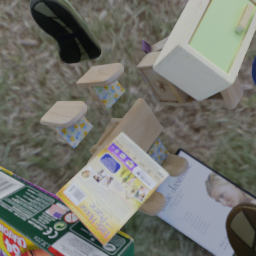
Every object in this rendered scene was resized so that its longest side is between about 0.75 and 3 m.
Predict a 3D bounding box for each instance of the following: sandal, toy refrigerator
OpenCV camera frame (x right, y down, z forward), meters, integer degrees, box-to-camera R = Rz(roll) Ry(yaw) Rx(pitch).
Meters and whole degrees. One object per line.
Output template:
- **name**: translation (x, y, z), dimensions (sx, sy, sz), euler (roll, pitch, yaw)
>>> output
- **sandal**: translation (2.994, 2.102, 4.728), dimensions (2.888, 0.788, 1.180), euler (22, 115, 6)
- **toy refrigerator**: translation (1.203, -1.480, 3.648), dimensions (0.798, 0.736, 2.103), euler (33, 69, -11)
- **sandal**: translation (-1.118, -1.944, 5.515), dimensions (0.895, 2.254, 0.643), euler (-10, 72, 6)

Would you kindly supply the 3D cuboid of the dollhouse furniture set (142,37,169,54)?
- **dollhouse furniture set**: translation (0.768, -1.472, 5.925), dimensions (0.625, 0.698, 0.880), euler (-18, 64, 35)

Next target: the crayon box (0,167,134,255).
- **crayon box**: translation (-1.285, 2.211, 4.296), dimensions (2.858, 0.833, 2.466), euler (16, 119, 32)

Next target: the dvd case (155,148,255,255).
- **dvd case**: translation (1.845, 1.866, 6.921), dimensions (2.432, 0.213, 1.735), euler (33, 82, 6)

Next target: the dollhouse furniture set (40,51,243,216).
- **dollhouse furniture set**: translation (0.457, -0.122, 4.512), dimensions (2.487, 1.618, 2.284), euler (-52, 124, -23)

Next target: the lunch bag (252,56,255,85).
- **lunch bag**: translation (3.312, -1.062, 4.238), dimensions (1.694, 2.561, 1.740), euler (6, 49, -11)

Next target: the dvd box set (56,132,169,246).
- **dvd box set**: translation (-0.165, 0.667, 3.246), dimensions (0.788, 0.158, 1.076), euler (41, 71, 15)
